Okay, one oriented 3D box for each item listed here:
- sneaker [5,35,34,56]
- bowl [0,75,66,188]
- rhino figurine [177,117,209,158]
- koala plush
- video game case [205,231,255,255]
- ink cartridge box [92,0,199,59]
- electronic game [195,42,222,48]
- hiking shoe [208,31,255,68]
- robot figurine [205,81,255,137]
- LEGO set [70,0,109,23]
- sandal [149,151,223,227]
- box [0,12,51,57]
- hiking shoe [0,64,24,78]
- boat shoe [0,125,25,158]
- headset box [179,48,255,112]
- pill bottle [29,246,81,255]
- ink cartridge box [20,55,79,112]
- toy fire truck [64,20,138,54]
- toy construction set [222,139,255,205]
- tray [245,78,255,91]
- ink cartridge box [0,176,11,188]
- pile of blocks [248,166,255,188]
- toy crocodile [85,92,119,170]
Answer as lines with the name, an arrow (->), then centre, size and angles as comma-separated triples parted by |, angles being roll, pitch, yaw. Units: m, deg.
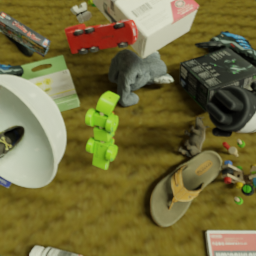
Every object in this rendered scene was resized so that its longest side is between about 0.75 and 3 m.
sneaker -> -4.337, -3.815, 11.598 | 0.892, 0.771, 2.037 | -35, 66, -24
bowl -> -2.450, -0.082, 6.481 | 2.811, 2.811, 1.263 | 25, 39, 14
rhino figurine -> 2.243, 0.278, 9.290 | 0.720, 0.492, 1.646 | 37, 61, -15
koala plush -> 0.536, -2.012, 10.085 | 2.010, 1.847, 1.782 | -11, 60, -20
video game case -> 3.072, 3.997, 7.317 | 1.776, 0.217, 2.484 | 0, 60, 0
ink cartridge box -> 0.367, -3.376, 7.623 | 1.781, 1.037, 2.446 | -34, 75, -14
electronic game -> 2.725, -2.837, 9.512 | 0.898, 0.898, 0.187 | 0, 100, 0
hiking shoe -> 4.541, -3.007, 10.939 | 2.734, 1.017, 1.185 | 39, 68, 20
robot figurine -> 2.587, -0.401, 6.538 | 1.715, 1.289, 1.070 | 6, 76, -41
LEGO set -> -0.715, -4.094, 9.572 | 2.268, 0.865, 0.931 | -39, 110, -33
sandal -> 1.743, 1.648, 8.194 | 2.870, 0.775, 1.153 | -38, 81, -15
box -> -3.105, -2.748, 8.383 | 1.498, 1.023, 0.282 | 29, 80, -18
hiking shoe -> -4.258, -1.762, 8.245 | 2.244, 0.835, 0.973 | -14, 83, -33
boat shoe -> -2.777, 0.324, 6.203 | 0.432, 0.512, 1.436 | -28, 18, 16
headset box -> 3.247, -1.792, 9.987 | 2.183, 1.012, 1.900 | -20, 46, -11
pill bottle -> -1.886, 3.559, 7.273 | 1.308, 0.745, 0.745 | 11, 60, 7
ink cartridge box -> -3.117, -1.727, 10.444 | 1.982, 0.653, 2.724 | -17, 63, -9
toy fire truck -> -0.720, -2.259, 6.814 | 2.137, 0.521, 1.507 | -4, 27, 18
toy construction set -> 3.648, 1.305, 8.528 | 1.498, 1.381, 1.797 | -36, 47, 18
tray -> 3.768, -1.050, 7.020 | 1.054, 1.963, 0.218 | 48, 42, 9
ink cartridge box -> -3.882, 0.528, 8.549 | 1.928, 0.425, 1.964 | 40, 56, -29
pile of blocks -> 2.892, 1.179, 6.082 | 0.408, 0.309, 0.994 | -24, 14, 23
toy crocodile -> -0.592, 0.142, 6.963 | 0.728, 2.156, 0.666 | 16, 33, 17
